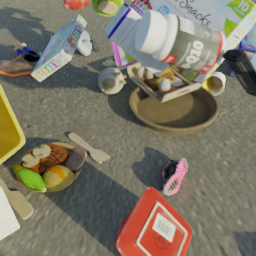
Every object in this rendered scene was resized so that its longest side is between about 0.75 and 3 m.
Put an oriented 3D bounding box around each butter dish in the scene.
[{"bbox_3d":[0.344,2.193,5.561,1.475,1.091,1.471,47,50,-11],"label":"butter dish"}]

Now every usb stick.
[{"bbox_3d":[2.313,-1.042,5.509,0.448,1.617,0.264,26,88,42],"label":"usb stick"}]

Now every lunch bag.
[{"bbox_3d":[5.320,-3.107,10.527,2.015,2.677,1.259,21,44,23],"label":"lunch bag"}]

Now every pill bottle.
[{"bbox_3d":[0.959,-1.609,5.299,1.526,0.869,0.869,11,37,-19],"label":"pill bottle"}]

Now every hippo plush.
[{"bbox_3d":[-2.600,-3.768,12.730,1.435,1.422,1.785,-17,29,21],"label":"hippo plush"}]

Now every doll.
[{"bbox_3d":[-4.333,-3.083,12.245,1.164,0.413,1.706,-38,60,-21],"label":"doll"}]

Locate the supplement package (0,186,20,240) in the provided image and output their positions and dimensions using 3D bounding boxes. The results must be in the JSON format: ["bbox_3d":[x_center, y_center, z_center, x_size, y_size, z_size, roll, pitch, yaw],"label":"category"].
[{"bbox_3d":[-3.144,1.647,5.823,1.087,1.432,1.079,-29,48,-30],"label":"supplement package"}]

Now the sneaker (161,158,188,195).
[{"bbox_3d":[1.072,1.236,7.185,0.580,0.481,1.217,2,34,36],"label":"sneaker"}]

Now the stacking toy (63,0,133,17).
[{"bbox_3d":[-0.691,-4.550,9.562,2.758,2.496,1.165,-13,66,32],"label":"stacking toy"}]

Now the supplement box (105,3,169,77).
[{"bbox_3d":[0.305,-1.932,6.227,1.495,0.773,0.757,32,20,-23],"label":"supplement box"}]

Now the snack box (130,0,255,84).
[{"bbox_3d":[1.489,-2.906,7.169,0.792,2.127,2.991,-1,47,-51],"label":"snack box"}]

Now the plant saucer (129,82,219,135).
[{"bbox_3d":[1.512,-0.746,9.472,2.972,0.438,2.972,1,40,0],"label":"plant saucer"}]

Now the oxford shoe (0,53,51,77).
[{"bbox_3d":[-4.316,-2.645,11.342,2.416,0.881,0.861,2,46,3],"label":"oxford shoe"}]

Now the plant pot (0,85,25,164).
[{"bbox_3d":[-5.030,-0.154,7.149,2.841,2.759,2.778,12,40,29],"label":"plant pot"}]

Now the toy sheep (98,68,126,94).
[{"bbox_3d":[-0.610,-1.750,10.276,1.032,1.032,1.496,2,24,3],"label":"toy sheep"}]

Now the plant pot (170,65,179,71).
[{"bbox_3d":[2.596,-3.093,11.645,1.205,1.241,1.213,25,47,27],"label":"plant pot"}]

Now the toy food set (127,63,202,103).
[{"bbox_3d":[1.238,-1.871,9.945,1.663,0.700,2.318,-23,49,-22],"label":"toy food set"}]

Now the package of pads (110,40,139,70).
[{"bbox_3d":[-0.036,-2.425,8.525,0.835,1.081,0.369,-18,-8,23],"label":"package of pads"}]

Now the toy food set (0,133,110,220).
[{"bbox_3d":[-2.030,0.924,7.377,1.881,0.547,2.724,31,49,31],"label":"toy food set"}]

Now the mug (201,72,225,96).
[{"bbox_3d":[3.172,-1.746,10.447,0.978,0.783,0.803,26,38,19],"label":"mug"}]

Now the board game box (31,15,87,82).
[{"bbox_3d":[-1.922,-2.280,7.924,1.286,0.327,1.913,-23,40,33],"label":"board game box"}]
